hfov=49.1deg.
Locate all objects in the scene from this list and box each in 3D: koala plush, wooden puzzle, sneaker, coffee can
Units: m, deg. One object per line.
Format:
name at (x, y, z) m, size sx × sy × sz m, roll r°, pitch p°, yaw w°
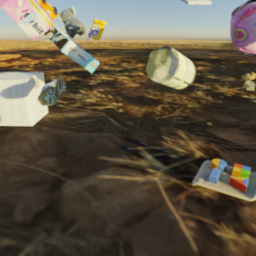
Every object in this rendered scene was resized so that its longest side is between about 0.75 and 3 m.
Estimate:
koala plush at (-2.539, -4.656, 12.312) m, size 1.091 × 1.230 × 1.131 m, roll -30°, pitch 6°, yaw -17°
wooden puzzle at (2.195, 1.054, 6.208) m, size 1.307 × 0.303 × 1.211 m, roll 10°, pitch 22°, yaw 25°
sneaker at (4.071, -4.167, 9.722) m, size 1.008 × 0.356 × 0.493 m, roll -22°, pitch 4°, yaw 25°
sneaker at (-2.235, -0.959, 7.935) m, size 0.510 × 0.502 × 1.325 m, roll -14°, pitch 25°, yaw 21°
coffee can at (1.463, -1.959, 9.387) m, size 1.165 × 1.165 × 1.592 m, roll 12°, pitch 5°, yaw 30°

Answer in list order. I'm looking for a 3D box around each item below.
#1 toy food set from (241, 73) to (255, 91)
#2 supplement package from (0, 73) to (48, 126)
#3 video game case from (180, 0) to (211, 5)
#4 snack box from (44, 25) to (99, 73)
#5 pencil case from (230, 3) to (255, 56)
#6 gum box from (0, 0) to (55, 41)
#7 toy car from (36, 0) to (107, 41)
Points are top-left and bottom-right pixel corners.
toy food set at (4.092, -1.497, 8.815) m, size 0.914 × 0.226 × 1.438 m, roll 7°, pitch 29°, yaw 8°
supplement package at (-4.709, -1.090, 10.149) m, size 2.983 × 1.634 × 1.697 m, roll 1°, pitch 20°, yaw 3°
video game case at (2.250, -4.660, 10.052) m, size 1.135 × 0.125 × 1.035 m, roll -14°, pitch 46°, yaw -30°
snack box at (-2.154, -2.910, 9.490) m, size 2.500 × 0.464 × 1.453 m, roll 46°, pitch 10°, yaw 35°
pencil case at (2.855, -2.317, 6.398) m, size 1.021 × 1.021 × 2.336 m, roll 6°, pitch 26°, yaw 16°
gum box at (-2.883, -3.301, 8.093) m, size 0.830 × 1.463 × 0.484 m, roll -35°, pitch 56°, yaw 5°
toy car at (-2.355, -3.922, 10.143) m, size 2.951 × 0.982 × 1.447 m, roll 14°, pitch -3°, yaw 0°
